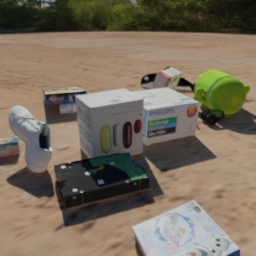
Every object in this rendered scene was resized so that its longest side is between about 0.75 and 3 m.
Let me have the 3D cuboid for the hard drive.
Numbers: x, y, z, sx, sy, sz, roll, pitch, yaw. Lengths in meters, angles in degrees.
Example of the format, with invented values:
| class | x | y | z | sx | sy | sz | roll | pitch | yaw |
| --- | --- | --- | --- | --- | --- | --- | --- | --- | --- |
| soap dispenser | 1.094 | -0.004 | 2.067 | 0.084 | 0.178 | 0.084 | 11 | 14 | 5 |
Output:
| class | x | y | z | sx | sy | sz | roll | pitch | yaw |
| --- | --- | --- | --- | --- | --- | --- | --- | --- | --- |
| hard drive | -0.651 | 1.162 | 6.640 | 1.986 | 0.376 | 1.387 | -10 | 26 | -21 |

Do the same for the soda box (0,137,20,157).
| class | x | y | z | sx | sy | sz | roll | pitch | yaw |
| --- | --- | --- | --- | --- | --- | --- | --- | --- | --- |
| soda box | -3.741 | 0.585 | 7.939 | 1.229 | 0.420 | 0.391 | -8 | 25 | -18 |

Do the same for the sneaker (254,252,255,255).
| class | x | y | z | sx | sy | sz | roll | pitch | yaw |
| --- | --- | --- | --- | --- | --- | --- | --- | --- | --- |
| sneaker | 1.695 | 2.440 | 3.097 | 1.041 | 0.914 | 2.598 | 17 | 28 | 29 |

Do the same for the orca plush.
| class | x | y | z | sx | sy | sz | roll | pitch | yaw |
| --- | --- | --- | --- | --- | --- | --- | --- | --- | --- |
| orca plush | 2.069 | -2.531 | 14.256 | 2.981 | 1.060 | 1.569 | 16 | 28 | 31 |

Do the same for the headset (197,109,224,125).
| class | x | y | z | sx | sy | sz | roll | pitch | yaw |
| --- | --- | --- | --- | --- | --- | --- | --- | --- | --- |
| headset | 2.896 | -0.450 | 10.129 | 1.187 | 0.558 | 0.733 | -21 | 28 | -11 |

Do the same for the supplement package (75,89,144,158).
| class | x | y | z | sx | sy | sz | roll | pitch | yaw |
| --- | --- | --- | --- | --- | --- | --- | --- | --- | --- |
| supplement package | -0.517 | -0.094 | 7.961 | 1.579 | 1.652 | 1.215 | -12 | 26 | -25 |

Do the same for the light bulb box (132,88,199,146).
| class | x | y | z | sx | sy | sz | roll | pitch | yaw |
| --- | --- | --- | --- | --- | --- | --- | --- | --- | --- |
| light bulb box | 0.994 | -0.472 | 9.361 | 1.917 | 1.207 | 1.934 | -10 | 26 | -22 |

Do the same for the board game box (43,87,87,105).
| class | x | y | z | sx | sy | sz | roll | pitch | yaw |
| --- | --- | --- | --- | --- | --- | --- | --- | --- | --- |
| board game box | -2.765 | -1.412 | 11.986 | 1.609 | 0.411 | 2.375 | -7 | 14 | -17 |

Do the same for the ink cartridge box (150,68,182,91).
| class | x | y | z | sx | sy | sz | roll | pitch | yaw |
| --- | --- | --- | --- | --- | --- | --- | --- | --- | --- |
| ink cartridge box | 1.756 | -2.080 | 13.027 | 0.641 | 1.115 | 1.537 | 32 | 35 | 20 |

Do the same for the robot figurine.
| class | x | y | z | sx | sy | sz | roll | pitch | yaw |
| --- | --- | --- | --- | --- | --- | --- | --- | --- | --- |
| robot figurine | 3.665 | -1.453 | 11.270 | 2.269 | 1.496 | 2.586 | -3 | 24 | -12 |

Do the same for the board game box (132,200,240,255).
| class | x | y | z | sx | sy | sz | roll | pitch | yaw |
| --- | --- | --- | --- | --- | --- | --- | --- | --- | --- |
| board game box | 0.899 | 1.919 | 4.702 | 1.312 | 0.286 | 1.318 | -18 | 25 | -12 |

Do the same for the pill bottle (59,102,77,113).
| class | x | y | z | sx | sy | sz | roll | pitch | yaw |
| --- | --- | --- | --- | --- | --- | --- | --- | --- | --- |
| pill bottle | -2.325 | -0.807 | 11.141 | 0.754 | 0.410 | 0.410 | -4 | 24 | -9 |

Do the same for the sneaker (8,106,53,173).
| class | x | y | z | sx | sy | sz | roll | pitch | yaw |
| --- | --- | --- | --- | --- | --- | --- | --- | --- | --- |
| sneaker | -2.471 | 0.071 | 7.424 | 0.799 | 0.940 | 2.125 | -1 | 49 | -49 |
